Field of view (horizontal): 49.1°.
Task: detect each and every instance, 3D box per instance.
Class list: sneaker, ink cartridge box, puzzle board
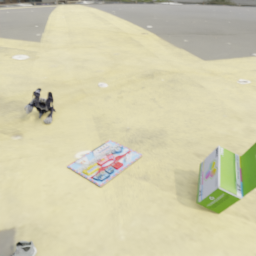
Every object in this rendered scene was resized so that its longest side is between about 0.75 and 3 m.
[{"bbox_3d":[-2.202,2.443,5.432,0.792,0.457,0.297,-24,37,-36],"label":"sneaker"},{"bbox_3d":[2.340,0.962,6.422,0.659,1.740,1.286,25,44,-5],"label":"ink cartridge box"},{"bbox_3d":[-0.671,0.960,8.322,1.391,0.161,1.846,23,36,33],"label":"puzzle board"}]

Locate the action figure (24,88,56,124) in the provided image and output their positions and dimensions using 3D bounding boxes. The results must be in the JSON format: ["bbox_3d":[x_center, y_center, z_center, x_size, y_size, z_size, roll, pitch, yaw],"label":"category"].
[{"bbox_3d":[-3.224,-0.724,10.323,1.101,1.853,0.946,21,67,-11],"label":"action figure"}]
